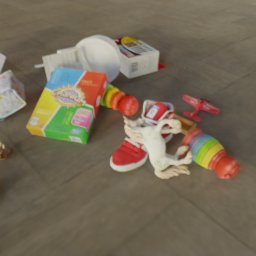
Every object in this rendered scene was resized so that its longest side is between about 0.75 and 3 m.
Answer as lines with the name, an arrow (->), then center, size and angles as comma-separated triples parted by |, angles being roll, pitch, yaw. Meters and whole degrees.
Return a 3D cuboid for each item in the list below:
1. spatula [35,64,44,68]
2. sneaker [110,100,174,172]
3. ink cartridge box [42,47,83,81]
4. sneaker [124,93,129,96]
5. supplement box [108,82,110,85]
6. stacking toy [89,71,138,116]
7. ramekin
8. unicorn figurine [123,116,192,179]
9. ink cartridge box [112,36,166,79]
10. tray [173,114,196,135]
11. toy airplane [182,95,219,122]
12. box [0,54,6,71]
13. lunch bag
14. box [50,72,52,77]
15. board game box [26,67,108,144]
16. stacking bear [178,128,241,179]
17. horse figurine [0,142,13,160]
spatula -> -3.269, -3.219, 14.162 | 1.870, 0.216, 2.689 | 12, 22, 14
sneaker -> 0.518, 0.132, 9.213 | 1.043, 1.646, 2.928 | 29, 46, 30
ink cartridge box -> -2.762, -2.339, 12.106 | 1.727, 1.960, 0.438 | -23, 33, -30
sneaker -> -0.329, -1.463, 12.391 | 0.792, 0.309, 0.338 | 6, 38, 9
supplement box -> -1.366, -1.936, 12.975 | 0.984, 0.300, 0.535 | 9, 39, 16
stacking toy -> -0.851, -1.371, 11.641 | 2.912, 1.243, 1.243 | 26, 44, 24
ramekin -> -1.375, -3.252, 13.131 | 2.284, 2.284, 1.064 | 6, 36, 8
unicorn figurine -> 0.899, 0.406, 8.696 | 1.723, 0.927, 2.509 | -19, 76, 8
ink cartridge box -> 0.387, -3.875, 14.830 | 2.347, 1.121, 2.674 | -19, 41, -24
tray -> 1.909, -0.179, 10.804 | 1.270, 0.235, 0.627 | 29, 46, 31
toy airplane -> 2.881, -0.777, 11.511 | 1.634, 0.300, 1.634 | 5, 41, -4
box -> -7.384, -3.491, 13.740 | 1.939, 1.476, 1.031 | 16, 85, 18
lunch bag -> -5.183, -1.168, 11.278 | 1.879, 1.195, 1.593 | -30, 43, 0
box -> -3.346, -2.492, 13.481 | 0.898, 0.594, 0.515 | 8, 34, 11
board game box -> -2.227, -0.932, 10.626 | 2.200, 0.580, 2.875 | 9, 62, 12
stacking bear -> 2.627, 0.899, 8.868 | 1.106, 1.036, 1.822 | -27, 50, -30
horse figurine -> -4.470, 0.785, 9.275 | 1.193, 0.791, 0.298 | 16, 16, 0
